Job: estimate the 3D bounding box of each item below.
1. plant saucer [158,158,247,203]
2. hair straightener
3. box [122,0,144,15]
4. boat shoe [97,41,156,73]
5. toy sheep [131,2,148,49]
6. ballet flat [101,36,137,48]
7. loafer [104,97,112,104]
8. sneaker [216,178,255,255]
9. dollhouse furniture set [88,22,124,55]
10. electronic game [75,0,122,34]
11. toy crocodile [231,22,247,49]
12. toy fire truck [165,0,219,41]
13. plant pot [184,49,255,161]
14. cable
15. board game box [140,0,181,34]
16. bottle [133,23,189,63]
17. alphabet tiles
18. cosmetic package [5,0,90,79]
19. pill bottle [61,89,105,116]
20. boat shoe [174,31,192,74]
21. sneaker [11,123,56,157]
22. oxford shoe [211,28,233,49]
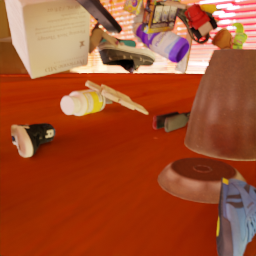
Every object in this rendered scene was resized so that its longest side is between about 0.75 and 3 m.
[{"bbox_3d":[1.395,0.888,5.285,1.655,0.303,1.655,1,14,0],"label":"plant saucer"},{"bbox_3d":[2.170,-0.241,9.624,2.813,0.576,1.082,-6,15,-41],"label":"hair straightener"},{"bbox_3d":[0.221,-4.189,9.190,0.481,0.789,0.760,24,28,1],"label":"box"},{"bbox_3d":[0.043,-2.403,10.089,0.917,0.869,2.624,-15,-12,42],"label":"boat shoe"},{"bbox_3d":[0.648,-3.829,10.534,1.203,1.745,1.203,-15,29,8],"label":"toy sheep"},{"bbox_3d":[-0.449,-3.324,11.199,1.575,0.541,0.496,4,1,-19],"label":"ballet flat"},{"bbox_3d":[-1.399,-1.526,14.722,1.228,0.428,0.462,5,15,19],"label":"loafer"},{"bbox_3d":[1.522,1.147,3.685,0.671,0.564,1.711,9,16,19],"label":"sneaker"},{"bbox_3d":[-0.820,-2.481,8.788,1.211,1.085,1.528,-35,31,40],"label":"dollhouse furniture set"},{"bbox_3d":[-0.851,-2.639,5.603,0.412,1.981,1.981,-44,10,10],"label":"electronic game"},{"bbox_3d":[3.610,-2.592,9.260,0.527,1.707,0.576,8,28,24],"label":"toy crocodile"},{"bbox_3d":[1.054,-1.917,4.730,0.528,0.821,0.723,-31,19,20],"label":"toy fire truck"},{"bbox_3d":[2.702,-0.729,7.212,2.337,2.500,2.337,0,15,0],"label":"plant pot"},{"bbox_3d":[1.774,-3.587,8.974,2.842,1.380,0.715,11,14,-21],"label":"cable"},{"bbox_3d":[0.839,-2.893,7.081,1.062,0.878,0.301,-22,48,-40],"label":"board game box"},{"bbox_3d":[0.956,-2.688,8.592,1.862,0.778,0.608,39,2,28],"label":"bottle"},{"bbox_3d":[-0.487,-1.372,12.060,2.812,0.210,2.875,24,10,-11],"label":"alphabet tiles"},{"bbox_3d":[-2.133,-2.791,7.474,1.723,2.059,1.713,-20,56,-25],"label":"cosmetic package"},{"bbox_3d":[-1.867,-1.044,11.585,0.996,0.996,1.790,9,16,33],"label":"pill bottle"},{"bbox_3d":[2.016,-2.872,10.378,0.591,1.705,0.604,14,30,14],"label":"boat shoe"},{"bbox_3d":[-2.333,0.193,7.212,1.072,0.700,1.916,-9,15,-29],"label":"sneaker"},{"bbox_3d":[3.633,-3.079,10.187,2.021,0.721,0.720,-3,47,-53],"label":"oxford shoe"}]
